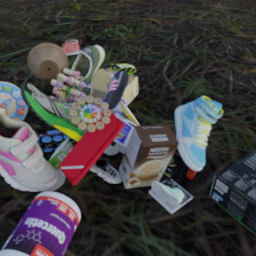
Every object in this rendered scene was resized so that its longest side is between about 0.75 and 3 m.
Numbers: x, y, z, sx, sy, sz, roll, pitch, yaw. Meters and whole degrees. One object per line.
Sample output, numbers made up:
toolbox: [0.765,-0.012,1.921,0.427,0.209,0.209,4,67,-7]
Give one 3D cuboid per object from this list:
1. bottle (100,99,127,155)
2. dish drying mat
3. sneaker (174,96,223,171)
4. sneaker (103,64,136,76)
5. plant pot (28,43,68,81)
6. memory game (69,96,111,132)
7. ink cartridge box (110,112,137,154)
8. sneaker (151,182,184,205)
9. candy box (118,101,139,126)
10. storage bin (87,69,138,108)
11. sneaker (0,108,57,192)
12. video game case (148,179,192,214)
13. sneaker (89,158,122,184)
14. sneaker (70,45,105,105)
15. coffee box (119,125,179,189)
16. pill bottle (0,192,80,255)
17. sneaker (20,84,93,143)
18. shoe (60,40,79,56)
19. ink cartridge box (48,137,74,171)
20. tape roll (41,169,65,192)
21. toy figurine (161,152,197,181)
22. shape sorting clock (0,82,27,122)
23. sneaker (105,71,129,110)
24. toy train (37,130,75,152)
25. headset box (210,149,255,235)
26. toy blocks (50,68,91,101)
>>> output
bottle: [-0.602,-0.114,10.666,1.117,0.873,2.674,1,39,0]
dish drying mat: [-1.066,0.521,7.874,2.247,0.204,0.863,-50,59,8]
sneaker: [2.131,0.023,8.066,0.887,1.456,2.231,19,51,-34]
sneaker: [-0.460,-3.080,14.822,1.697,0.640,0.648,6,30,-9]
plant pot: [-2.916,-2.285,10.273,1.463,1.463,0.675,-9,39,-12]
memory game: [-1.002,-0.388,7.433,1.130,0.072,1.130,5,59,-8]
ink cartridge box: [-0.046,0.295,9.599,1.497,0.356,1.515,34,31,-3]
sneaker: [1.054,1.673,7.390,0.875,0.322,0.516,32,23,26]
candy box: [0.054,-0.484,10.523,0.170,1.289,0.659,-36,63,4]
storage bin: [-0.842,-1.787,12.807,2.038,0.955,2.023,17,40,21]
sneaker: [-3.044,0.636,7.736,1.314,2.978,1.211,-33,27,27]
video game case: [1.284,2.041,8.526,0.909,0.117,1.000,-26,43,-29]
sneaker: [-0.616,1.276,8.497,1.247,0.873,0.485,28,63,-12]
sneaker: [-1.903,-1.928,11.039,0.935,2.789,1.252,32,26,14]
coffee box: [0.537,0.875,8.251,1.121,1.960,0.781,-3,46,-22]
pill bottle: [-2.130,2.765,6.609,1.320,1.320,2.347,9,39,12]
sneaker: [-1.984,-0.501,8.363,1.120,2.628,1.025,-56,27,-5]
shoe: [-3.815,-4.766,16.737,1.800,0.819,0.643,-15,40,-19]
ink cartridge box: [-2.021,0.731,9.050,0.414,0.809,1.094,43,30,-13]
tape roll: [-2.522,1.560,8.942,0.982,0.324,0.982,-2,39,2]
toy figurine: [1.618,0.970,9.112,1.325,0.922,1.305,1,38,-12]
shape sorting clock: [-3.962,-0.699,8.847,1.496,1.496,0.293,-22,13,-26]
sneaker: [-0.580,-1.450,10.918,0.711,0.608,1.733,8,63,39]
toy train: [-2.573,0.416,10.169,1.420,0.615,0.811,-9,33,-18]
headset box: [3.841,1.782,8.150,2.127,0.987,1.852,-25,43,-29]
toy blocks: [-2.060,-1.192,10.069,1.193,1.325,1.418,22,34,1]
